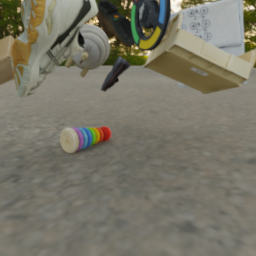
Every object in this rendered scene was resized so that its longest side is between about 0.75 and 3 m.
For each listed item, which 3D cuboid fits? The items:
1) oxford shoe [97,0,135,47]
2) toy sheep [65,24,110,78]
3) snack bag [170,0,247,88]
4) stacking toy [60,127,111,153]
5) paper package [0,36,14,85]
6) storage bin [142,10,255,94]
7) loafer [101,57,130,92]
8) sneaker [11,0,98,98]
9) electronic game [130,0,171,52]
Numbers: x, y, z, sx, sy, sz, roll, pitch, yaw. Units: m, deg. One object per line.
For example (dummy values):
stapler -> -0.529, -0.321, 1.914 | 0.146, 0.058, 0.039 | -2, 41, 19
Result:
oxford shoe -> -0.429, -3.683, 10.411 | 0.817, 0.949, 2.248 | -19, 62, -30
toy sheep -> -1.174, -2.266, 8.048 | 1.389, 1.389, 2.014 | -2, 35, -6
snack bag -> 2.662, -2.779, 9.819 | 2.690, 2.853, 0.305 | 2, 23, 36
stacking toy -> -1.183, 0.280, 8.672 | 0.748, 0.748, 1.753 | 14, 15, 40
paper package -> -3.299, -1.620, 7.062 | 1.211, 0.627, 1.154 | -23, 46, 6
storage bin -> 1.723, -1.795, 7.168 | 2.104, 0.986, 2.089 | 22, -5, -13
loafer -> -0.492, -1.869, 10.400 | 0.527, 1.675, 0.602 | 24, 46, -15
sneaker -> -1.454, -1.465, 5.340 | 1.216, 1.049, 2.773 | -8, -21, -36
electronic game -> 0.450, -2.533, 6.201 | 0.340, 1.633, 1.633 | -5, 17, -24
